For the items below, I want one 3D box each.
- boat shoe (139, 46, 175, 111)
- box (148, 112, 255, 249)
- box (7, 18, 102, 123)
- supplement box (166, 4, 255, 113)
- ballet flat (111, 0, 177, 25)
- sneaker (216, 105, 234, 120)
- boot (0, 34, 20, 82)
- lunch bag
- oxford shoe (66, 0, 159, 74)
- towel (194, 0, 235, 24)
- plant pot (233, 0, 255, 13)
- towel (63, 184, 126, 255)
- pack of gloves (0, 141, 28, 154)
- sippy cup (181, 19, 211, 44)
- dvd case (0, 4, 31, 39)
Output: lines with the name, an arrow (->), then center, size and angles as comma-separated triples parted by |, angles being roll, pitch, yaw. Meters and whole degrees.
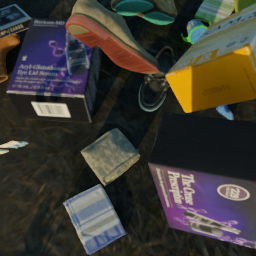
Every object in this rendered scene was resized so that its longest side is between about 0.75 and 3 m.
boat shoe -> 0.945, -1.596, 8.643 | 0.861, 0.764, 2.304 | 24, 65, 12
box -> 1.348, 0.886, 4.157 | 1.630, 2.309, 0.911 | 5, 54, 21
box -> -1.989, -1.723, 8.309 | 2.089, 1.473, 2.824 | 2, 63, 2
supplement box -> 2.117, -1.526, 5.642 | 0.956, 1.638, 2.599 | 57, 50, -20
ballet flat -> 0.391, -3.201, 6.959 | 0.935, 2.652, 0.866 | -6, 96, 31
sneaker -> 2.850, -0.493, 8.367 | 0.325, 0.273, 0.829 | -25, 64, 3
boot -> -4.154, -2.193, 9.073 | 1.840, 0.678, 1.423 | -30, 69, -8
lunch bag -> -0.435, 0.727, 7.433 | 1.250, 0.735, 1.025 | -36, 67, -12
oxford shoe -> -0.113, -1.858, 5.768 | 0.814, 2.312, 0.865 | 3, 73, 47
towel -> 3.298, -4.439, 10.504 | 1.151, 0.237, 1.542 | 27, 67, 16
plant pot -> 4.495, -4.337, 9.589 | 1.992, 1.992, 2.129 | -10, 53, -5
towel -> -0.840, 2.226, 6.957 | 1.061, 0.172, 1.445 | -26, 67, -15
pack of gloves -> -2.698, 0.371, 5.976 | 0.884, 1.052, 0.208 | -20, 85, -3
sippy cup -> 2.353, -3.373, 9.678 | 0.924, 0.725, 0.677 | 0, 50, -14
dvd case -> -4.338, -3.503, 9.399 | 1.855, 0.305, 2.468 | -29, 43, -15
